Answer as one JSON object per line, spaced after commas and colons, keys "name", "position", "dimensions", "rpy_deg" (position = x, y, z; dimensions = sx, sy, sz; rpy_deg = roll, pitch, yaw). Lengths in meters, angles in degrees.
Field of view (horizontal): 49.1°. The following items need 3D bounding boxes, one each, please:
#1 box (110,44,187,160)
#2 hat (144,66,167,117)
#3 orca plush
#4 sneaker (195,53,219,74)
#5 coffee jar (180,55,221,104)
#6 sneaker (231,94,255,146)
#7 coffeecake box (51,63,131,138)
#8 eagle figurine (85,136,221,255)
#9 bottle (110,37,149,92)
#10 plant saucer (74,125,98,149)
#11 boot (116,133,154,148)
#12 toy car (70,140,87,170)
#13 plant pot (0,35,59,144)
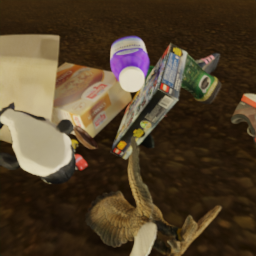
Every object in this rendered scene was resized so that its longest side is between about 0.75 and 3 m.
{"name": "box", "position": [0.495, -0.615, 7.377], "dimensions": [0.547, 2.744, 1.879], "rpy_deg": [27, 47, -9]}
{"name": "hat", "position": [0.768, -1.331, 11.203], "dimensions": [1.779, 1.891, 2.148], "rpy_deg": [8, -5, 8]}
{"name": "orca plush", "position": [-1.693, 0.420, 5.052], "dimensions": [2.467, 0.877, 1.298], "rpy_deg": [16, 47, 32]}
{"name": "sneaker", "position": [3.500, -2.989, 13.101], "dimensions": [1.008, 0.862, 2.457], "rpy_deg": [23, 39, 25]}
{"name": "coffee jar", "position": [2.006, -1.425, 8.423], "dimensions": [1.656, 0.864, 0.707], "rpy_deg": [32, -3, -23]}
{"name": "sneaker", "position": [3.664, 0.212, 6.800], "dimensions": [2.568, 1.052, 0.990], "rpy_deg": [44, 13, 35]}
{"name": "coffeecake box", "position": [-1.609, -0.946, 8.742], "dimensions": [2.697, 0.985, 2.070], "rpy_deg": [19, 50, 34]}
{"name": "eagle figurine", "position": [0.204, 1.599, 5.661], "dimensions": [1.875, 1.865, 2.471], "rpy_deg": [-34, 56, -26]}
{"name": "bottle", "position": [0.033, -1.554, 6.683], "dimensions": [0.916, 0.716, 2.193], "rpy_deg": [-11, 33, 5]}
{"name": "plant saucer", "position": [-1.021, 0.247, 6.594], "dimensions": [0.130, 0.752, 0.752], "rpy_deg": [-45, 39, 7]}
{"name": "boot", "position": [0.174, 0.364, 8.452], "dimensions": [0.917, 0.414, 1.119], "rpy_deg": [-11, 27, -18]}
{"name": "toy car", "position": [-1.921, 0.788, 7.912], "dimensions": [1.276, 0.303, 1.356], "rpy_deg": [-12, 35, -18]}
{"name": "plant pot", "position": [-3.428, -1.230, 8.184], "dimensions": [2.460, 2.775, 2.779], "rpy_deg": [6, 30, -17]}
